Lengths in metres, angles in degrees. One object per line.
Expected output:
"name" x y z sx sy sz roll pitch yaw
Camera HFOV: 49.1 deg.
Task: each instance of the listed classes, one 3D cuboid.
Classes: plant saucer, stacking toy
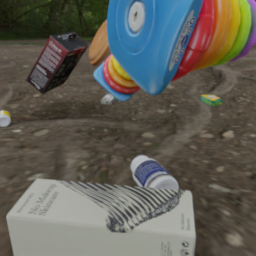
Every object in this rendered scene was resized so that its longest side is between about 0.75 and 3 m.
"plant saucer" -0.852 -2.964 9.437 0.293 1.818 1.818 24 11 -27
"stacking toy" 0.145 -1.749 7.058 1.332 1.260 2.296 -51 4 -26
"stacking toy" 1.004 -1.174 3.284 2.258 1.311 1.239 -7 42 -32

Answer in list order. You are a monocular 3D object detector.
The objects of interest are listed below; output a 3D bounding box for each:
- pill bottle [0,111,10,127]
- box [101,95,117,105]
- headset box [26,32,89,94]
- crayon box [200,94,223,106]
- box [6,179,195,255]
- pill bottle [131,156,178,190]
"pill bottle" -4.392 -0.347 9.892 0.428 0.428 0.783 -9 24 -21
"box" -0.825 -1.273 12.471 0.525 0.166 0.954 5 23 11
"headset box" -2.376 -2.345 9.700 0.812 2.101 1.564 39 29 -1
"crayon box" 3.615 -1.210 12.190 0.531 0.261 0.894 -7 24 -17
"box" -0.371 1.583 4.537 2.769 0.947 1.138 3 23 7
"pill bottle" 0.508 1.086 6.099 0.680 0.680 1.225 -9 24 -20
